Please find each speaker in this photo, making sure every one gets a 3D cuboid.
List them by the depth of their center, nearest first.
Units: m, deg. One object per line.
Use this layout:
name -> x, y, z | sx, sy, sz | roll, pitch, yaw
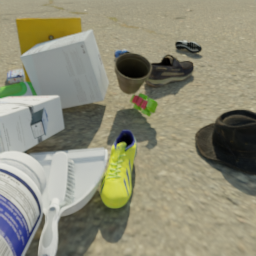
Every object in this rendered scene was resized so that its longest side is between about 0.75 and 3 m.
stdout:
speaker -> -4.339, -0.910, 9.570 | 2.284, 1.010, 1.010 | -22, 38, -31

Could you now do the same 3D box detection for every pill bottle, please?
pill bottle -> -2.147, 1.413, 4.123 | 1.539, 1.539, 2.571 | 1, 20, 1

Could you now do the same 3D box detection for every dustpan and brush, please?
dustpan and brush -> -1.458, 1.445, 5.813 | 2.093, 0.858, 2.999 | -4, 50, -1

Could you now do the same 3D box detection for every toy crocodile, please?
toy crocodile -> 0.482, -0.837, 9.511 | 0.532, 0.582, 1.724 | 25, 7, -31

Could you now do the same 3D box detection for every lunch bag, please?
lunch bag -> -4.981, -2.281, 12.373 | 0.742, 0.350, 0.925 | -10, 32, -13

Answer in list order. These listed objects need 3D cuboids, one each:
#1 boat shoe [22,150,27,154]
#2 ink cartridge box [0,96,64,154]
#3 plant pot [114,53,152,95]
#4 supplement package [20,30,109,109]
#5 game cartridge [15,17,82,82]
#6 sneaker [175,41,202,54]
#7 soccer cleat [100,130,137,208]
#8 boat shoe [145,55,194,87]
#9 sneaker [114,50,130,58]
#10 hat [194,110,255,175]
boat shoe -> -3.531, 0.749, 7.269 | 1.686, 0.621, 0.541 | -23, 26, -27
ink cartridge box -> -3.058, -0.088, 7.103 | 1.815, 1.064, 2.479 | 0, 18, 18
plant pot -> 0.097, -1.825, 10.025 | 1.289, 1.118, 1.289 | 5, 56, -7
supplement package -> -2.083, -1.985, 9.822 | 2.199, 2.103, 1.617 | -10, 30, 10
game cartridge -> -2.875, -2.808, 10.748 | 2.337, 2.651, 0.430 | -5, 25, -11
sneaker -> 3.532, -4.702, 15.999 | 0.689, 0.635, 1.722 | -23, 39, -35
soccer cleat -> -0.222, 0.886, 6.677 | 0.742, 0.960, 2.294 | 4, 32, 7
boat shoe -> 1.909, -2.618, 12.250 | 2.798, 1.026, 1.042 | -25, 40, -34
sneaker -> -0.315, -3.984, 15.045 | 0.467, 0.412, 1.048 | 24, 39, 38
hat -> 3.242, 0.110, 7.861 | 2.630, 1.061, 2.630 | 0, 31, 0
